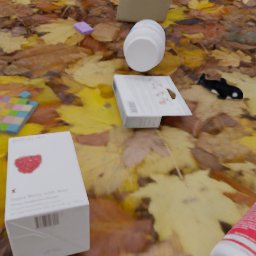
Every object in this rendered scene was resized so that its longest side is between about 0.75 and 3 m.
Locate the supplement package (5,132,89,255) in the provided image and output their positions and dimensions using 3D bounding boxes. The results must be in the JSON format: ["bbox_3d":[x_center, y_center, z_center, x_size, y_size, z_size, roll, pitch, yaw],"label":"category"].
[{"bbox_3d":[-1.429,1.099,4.904,1.174,1.160,1.937,-7,35,-17],"label":"supplement package"}]

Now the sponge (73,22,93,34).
[{"bbox_3d":[-1.816,-4.059,11.373,0.479,0.128,0.859,-25,48,-24],"label":"sponge"}]

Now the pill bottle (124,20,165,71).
[{"bbox_3d":[0.514,-2.495,8.510,1.199,1.199,2.204,6,31,6],"label":"pill bottle"}]

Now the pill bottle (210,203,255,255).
[{"bbox_3d":[2.242,1.825,4.527,1.769,0.993,0.993,-32,52,-28],"label":"pill bottle"}]

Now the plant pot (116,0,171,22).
[{"bbox_3d":[0.907,-5.780,11.813,2.030,2.293,2.291,17,45,1],"label":"plant pot"}]

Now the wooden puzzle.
[{"bbox_3d":[-3.278,-0.356,7.444,1.293,0.153,2.180,7,44,7],"label":"wooden puzzle"}]

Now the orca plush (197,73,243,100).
[{"bbox_3d":[2.728,-1.312,8.203,0.737,0.498,1.401,-26,49,-25],"label":"orca plush"}]

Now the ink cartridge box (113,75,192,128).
[{"bbox_3d":[0.574,-0.783,7.681,1.711,0.429,1.972,0,41,-15],"label":"ink cartridge box"}]
